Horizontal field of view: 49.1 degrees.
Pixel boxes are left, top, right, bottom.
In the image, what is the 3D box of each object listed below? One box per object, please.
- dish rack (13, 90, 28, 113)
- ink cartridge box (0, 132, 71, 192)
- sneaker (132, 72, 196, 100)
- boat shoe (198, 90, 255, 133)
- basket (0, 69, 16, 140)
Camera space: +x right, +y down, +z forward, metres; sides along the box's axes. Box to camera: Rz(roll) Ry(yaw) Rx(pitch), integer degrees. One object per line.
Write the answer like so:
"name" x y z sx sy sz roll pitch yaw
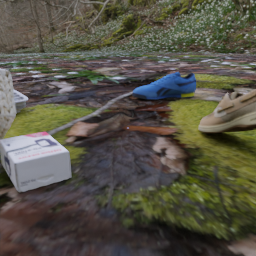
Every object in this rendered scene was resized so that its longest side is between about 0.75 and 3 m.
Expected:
"dish rack" -4.853 -0.812 9.735 2.331 0.508 2.001 -14 26 -36
"ink cartridge box" -1.832 0.589 5.438 0.990 0.576 1.367 -12 22 -32
"sneaker" 1.563 -1.851 12.051 2.896 1.135 0.955 -6 21 -15
"boat shoe" 2.667 -0.395 6.675 1.018 0.921 2.856 -3 -5 -20
"basket" -3.210 -0.374 5.980 1.137 1.249 1.843 -1 -23 -36
